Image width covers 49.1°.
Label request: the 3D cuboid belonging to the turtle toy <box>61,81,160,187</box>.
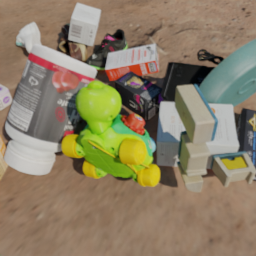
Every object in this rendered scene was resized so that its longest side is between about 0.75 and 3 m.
[{"bbox_3d":[-0.343,0.199,6.159,1.964,2.694,1.362,4,56,27],"label":"turtle toy"}]

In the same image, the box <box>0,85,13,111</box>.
[{"bbox_3d":[-4.919,-0.299,8.429,0.579,0.620,2.991,29,53,23],"label":"box"}]

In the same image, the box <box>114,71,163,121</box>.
[{"bbox_3d":[0.337,-1.028,8.903,1.442,0.881,0.765,35,58,29],"label":"box"}]

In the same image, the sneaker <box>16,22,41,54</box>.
[{"bbox_3d":[-4.113,-3.497,11.387,0.968,0.823,2.188,-18,42,-1],"label":"sneaker"}]

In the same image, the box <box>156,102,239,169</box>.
[{"bbox_3d":[1.796,0.196,7.585,1.977,1.051,1.505,4,47,8],"label":"box"}]

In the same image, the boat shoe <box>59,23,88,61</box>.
[{"bbox_3d":[-2.368,-3.390,11.167,0.833,0.835,2.314,-19,56,-18],"label":"boat shoe"}]

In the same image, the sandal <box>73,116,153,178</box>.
[{"bbox_3d":[-0.537,0.163,7.568,2.981,0.851,1.184,33,65,15],"label":"sandal"}]

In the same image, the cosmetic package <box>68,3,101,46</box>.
[{"bbox_3d":[-1.635,-3.889,10.557,0.952,0.951,1.154,14,50,-9],"label":"cosmetic package"}]

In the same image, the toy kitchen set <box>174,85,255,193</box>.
[{"bbox_3d":[1.968,0.209,6.192,1.725,2.154,1.269,-7,42,-5],"label":"toy kitchen set"}]

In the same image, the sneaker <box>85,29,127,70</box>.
[{"bbox_3d":[-0.860,-3.020,10.662,0.920,1.004,2.397,21,51,18],"label":"sneaker"}]

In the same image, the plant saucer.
[{"bbox_3d":[3.201,-1.318,7.901,2.839,2.839,0.510,-22,65,-19],"label":"plant saucer"}]

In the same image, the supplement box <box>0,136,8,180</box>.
[{"bbox_3d":[-3.625,1.089,6.796,0.659,1.129,1.792,7,48,4],"label":"supplement box"}]

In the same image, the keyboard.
[{"bbox_3d":[2.144,-1.467,8.019,2.521,1.514,0.323,-1,30,-28],"label":"keyboard"}]

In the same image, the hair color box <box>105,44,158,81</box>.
[{"bbox_3d":[0.147,-2.217,9.510,1.713,0.548,0.950,-8,49,16],"label":"hair color box"}]

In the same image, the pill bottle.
[{"bbox_3d":[-1.966,-0.390,6.750,1.574,2.843,1.574,22,9,-4],"label":"pill bottle"}]

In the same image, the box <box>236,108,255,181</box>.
[{"bbox_3d":[4.126,0.584,7.671,2.240,0.561,2.257,14,49,14],"label":"box"}]
